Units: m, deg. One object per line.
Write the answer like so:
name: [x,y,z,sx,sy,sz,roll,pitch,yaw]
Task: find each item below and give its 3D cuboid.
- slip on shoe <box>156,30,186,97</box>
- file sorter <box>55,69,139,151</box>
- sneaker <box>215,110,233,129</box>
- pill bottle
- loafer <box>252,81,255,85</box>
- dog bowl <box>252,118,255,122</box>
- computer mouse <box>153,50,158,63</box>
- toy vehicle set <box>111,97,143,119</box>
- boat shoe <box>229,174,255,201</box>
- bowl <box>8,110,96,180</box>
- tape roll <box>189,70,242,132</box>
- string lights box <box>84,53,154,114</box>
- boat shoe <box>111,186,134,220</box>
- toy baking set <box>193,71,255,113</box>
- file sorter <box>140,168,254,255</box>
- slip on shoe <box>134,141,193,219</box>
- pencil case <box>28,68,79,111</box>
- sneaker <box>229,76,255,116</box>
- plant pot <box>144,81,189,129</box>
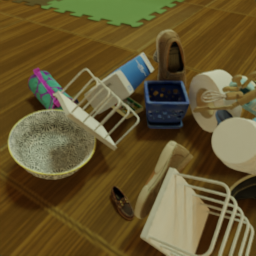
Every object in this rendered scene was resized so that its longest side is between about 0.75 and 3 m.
slip on shoe: [1.598,-1.983,9.771,1.041,2.739,0.830,-17,37,-8]
file sorter: [-0.811,-0.544,7.761,1.173,1.883,1.307,-46,40,5]
sneaker: [2.792,0.119,8.050,0.700,1.703,0.630,-15,44,32]
pill bottle: [2.610,0.428,6.157,1.105,1.105,1.950,39,13,35]
loafer: [4.970,-1.613,11.035,1.639,0.560,0.620,-18,45,-19]
dog bowl: [4.228,0.159,8.485,0.455,1.022,1.834,-22,9,16]
computer mouse: [1.267,-2.980,10.679,0.622,1.134,0.249,30,52,5]
toy vehicle set: [-0.154,-0.860,10.489,0.795,0.170,1.280,-30,50,-29]
boat shoe: [3.596,1.589,7.331,1.992,0.715,0.673,-7,38,-11]
bowl: [-2.124,0.649,7.979,2.315,1.087,2.315,8,46,-8]
tape roll: [2.744,-0.845,9.029,0.680,1.945,1.945,-15,44,-17]
string lights box: [-0.213,-1.642,9.774,1.431,0.821,2.785,-27,14,32]
boat shoe: [-0.163,1.924,7.252,0.341,0.340,0.968,-25,49,-26]
toy baking set: [2.371,-0.781,6.278,1.369,1.784,0.208,11,57,-38]
file sorter: [1.468,1.971,5.394,1.263,2.028,1.407,7,59,41]
slip on shoe: [0.742,1.229,6.014,0.578,1.909,0.726,29,11,19]
pencil case: [-2.759,-1.189,10.147,1.025,1.113,2.408,-33,49,-18]
sneaker: [3.467,-0.560,7.458,2.013,0.744,0.825,42,42,19]
plant pot: [1.229,-0.742,9.540,1.383,1.243,1.383,-1,41,0]
